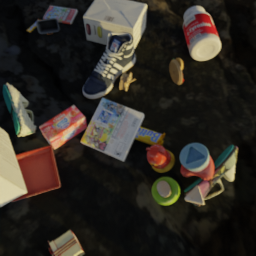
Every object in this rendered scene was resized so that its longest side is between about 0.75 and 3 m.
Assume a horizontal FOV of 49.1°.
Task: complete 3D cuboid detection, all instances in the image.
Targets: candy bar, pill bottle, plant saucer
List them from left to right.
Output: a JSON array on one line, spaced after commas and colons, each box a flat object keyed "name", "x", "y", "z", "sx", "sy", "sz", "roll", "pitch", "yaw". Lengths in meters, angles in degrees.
[{"name": "plant saucer", "x": -2.934, "y": 1.422, "z": 8.666, "sx": 1.477, "sy": 0.272, "sz": 1.480, "roll": -16, "pitch": 59, "yaw": -9}, {"name": "candy bar", "x": -4.149, "y": -4.506, "z": 12.370, "sx": 0.223, "sy": 0.099, "sz": 0.894, "roll": 25, "pitch": 62, "yaw": 14}, {"name": "candy bar", "x": 0.081, "y": 0.057, "z": 9.498, "sx": 2.442, "sy": 0.271, "sz": 0.609, "roll": 20, "pitch": 62, "yaw": 13}, {"name": "pill bottle", "x": 2.895, "y": -3.873, "z": 11.332, "sx": 1.203, "sy": 1.203, "sz": 2.142, "roll": -5, "pitch": 59, "yaw": -3}]

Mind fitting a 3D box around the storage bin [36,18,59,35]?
[{"name": "storage bin", "x": -3.430, "y": -4.391, "z": 12.060, "sx": 0.895, "sy": 0.652, "sz": 0.601, "roll": -11, "pitch": 32, "yaw": -6}]

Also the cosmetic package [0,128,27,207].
[{"name": "cosmetic package", "x": -4.402, "y": 1.040, "z": 7.733, "sx": 1.944, "sy": 1.932, "sz": 2.323, "roll": -29, "pitch": 61, "yaw": -5}]

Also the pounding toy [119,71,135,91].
[{"name": "pounding toy", "x": -0.005, "y": -1.670, "z": 10.434, "sx": 0.552, "sy": 0.551, "sz": 0.963, "roll": 14, "pitch": 41, "yaw": 8}]

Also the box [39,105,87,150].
[{"name": "box", "x": -2.121, "y": -0.016, "z": 9.291, "sx": 1.377, "sy": 0.706, "sz": 0.652, "roll": -36, "pitch": 66, "yaw": -21}]

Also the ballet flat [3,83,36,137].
[{"name": "ballet flat", "x": -3.766, "y": -0.613, "z": 9.757, "sx": 0.797, "sy": 0.797, "sz": 2.221, "roll": -22, "pitch": 64, "yaw": -13}]

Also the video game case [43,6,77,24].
[{"name": "video game case", "x": -3.081, "y": -5.143, "z": 12.744, "sx": 1.327, "sy": 0.116, "sz": 0.949, "roll": 11, "pitch": 59, "yaw": 7}]

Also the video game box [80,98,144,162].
[{"name": "video game box", "x": -0.505, "y": 0.045, "z": 9.199, "sx": 1.538, "sy": 0.395, "sz": 1.688, "roll": 23, "pitch": 77, "yaw": 11}]

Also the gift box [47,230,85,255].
[{"name": "gift box", "x": -1.655, "y": 3.163, "z": 7.327, "sx": 0.730, "sy": 0.782, "sz": 0.722, "roll": -31, "pitch": 59, "yaw": -16}]

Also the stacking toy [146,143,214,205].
[{"name": "stacking toy", "x": 1.377, "y": 1.247, "z": 8.041, "sx": 1.962, "sy": 0.829, "sz": 1.776, "roll": -5, "pitch": 57, "yaw": 27}]

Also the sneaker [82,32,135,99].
[{"name": "sneaker", "x": -0.724, "y": -2.379, "z": 10.239, "sx": 0.979, "sy": 1.515, "sz": 2.792, "roll": 33, "pitch": 64, "yaw": 18}]

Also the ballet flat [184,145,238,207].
[{"name": "ballet flat", "x": 2.609, "y": 1.473, "z": 8.283, "sx": 2.141, "sy": 0.740, "sz": 0.762, "roll": -43, "pitch": 83, "yaw": -5}]

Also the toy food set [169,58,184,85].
[{"name": "toy food set", "x": 1.787, "y": -2.069, "z": 10.302, "sx": 0.239, "sy": 0.970, "sz": 0.980, "roll": -18, "pitch": 103, "yaw": -11}]

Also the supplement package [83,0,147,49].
[{"name": "supplement package", "x": -0.508, "y": -4.369, "z": 11.634, "sx": 2.138, "sy": 1.185, "sz": 1.665, "roll": 17, "pitch": 60, "yaw": 11}]
